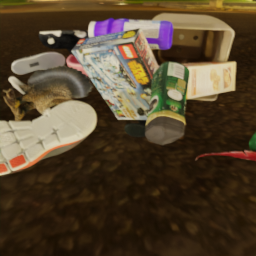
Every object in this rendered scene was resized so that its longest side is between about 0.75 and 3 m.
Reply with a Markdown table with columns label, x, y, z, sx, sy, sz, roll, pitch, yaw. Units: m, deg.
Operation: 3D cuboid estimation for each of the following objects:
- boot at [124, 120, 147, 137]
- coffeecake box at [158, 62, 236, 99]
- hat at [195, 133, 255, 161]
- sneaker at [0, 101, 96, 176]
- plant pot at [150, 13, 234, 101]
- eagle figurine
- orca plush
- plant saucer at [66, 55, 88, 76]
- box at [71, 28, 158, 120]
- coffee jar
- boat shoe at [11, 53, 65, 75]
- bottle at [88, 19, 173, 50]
| label | x | y | z | sx | sy | sz | roll | pitch | yaw |
| --- | --- | --- | --- | --- | --- | --- | --- | --- | --- |
| boot | 0.415 | -0.106 | 8.410 | 1.119 | 0.414 | 0.917 | 5 | 28 | -9 |
| coffeecake box | 1.840 | -1.601 | 9.255 | 2.697 | 0.985 | 2.070 | -13 | 17 | -34 |
| hat | 3.350 | 0.674 | 7.157 | 2.148 | 1.891 | 1.779 | 46 | 40 | 0 |
| sneaker | -1.800 | 0.361 | 5.278 | 2.568 | 1.052 | 0.990 | -18 | 71 | -14 |
| plant pot | 2.052 | -2.934 | 10.625 | 2.779 | 2.775 | 2.460 | 4 | 42 | 3 |
| eagle figurine | -2.483 | -0.939 | 8.889 | 2.471 | 1.865 | 1.875 | -23 | 23 | -17 |
| orca plush | -1.815 | -2.933 | 9.855 | 2.467 | 0.877 | 1.298 | -15 | 20 | -37 |
| plant saucer | -1.514 | -3.320 | 13.821 | 2.930 | 0.743 | 2.930 | -7 | 33 | 5 |
| box | -0.015 | -1.258 | 7.570 | 1.879 | 2.744 | 0.547 | 3 | 53 | 33 |
| coffee jar | 0.830 | -0.498 | 5.914 | 0.707 | 0.864 | 1.656 | 17 | 66 | -16 |
| boat shoe | -4.529 | -3.273 | 14.062 | 2.616 | 0.915 | 0.867 | -21 | 35 | -21 |
| bottle | 0.057 | -2.504 | 7.436 | 2.193 | 0.716 | 0.916 | 8 | 16 | 13 |
